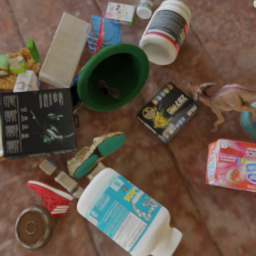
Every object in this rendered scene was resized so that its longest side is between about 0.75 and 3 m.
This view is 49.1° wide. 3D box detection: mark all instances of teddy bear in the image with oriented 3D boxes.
[{"bbox_3d":[-4.368,-2.034,9.859,2.521,0.842,1.828,-14,68,-6],"label":"teddy bear"}]

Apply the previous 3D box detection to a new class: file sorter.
[{"bbox_3d":[-0.863,-3.083,9.956,0.978,1.409,0.864,18,72,7],"label":"file sorter"}]

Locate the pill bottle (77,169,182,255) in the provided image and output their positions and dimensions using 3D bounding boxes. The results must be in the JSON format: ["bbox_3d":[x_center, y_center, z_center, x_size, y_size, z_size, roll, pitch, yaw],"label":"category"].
[{"bbox_3d":[0.073,2.474,7.762,2.755,1.526,1.526,34,73,11],"label":"pill bottle"}]

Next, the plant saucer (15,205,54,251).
[{"bbox_3d":[-2.767,2.894,8.120,1.283,0.206,1.283,-4,74,15],"label":"plant saucer"}]

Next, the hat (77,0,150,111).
[{"bbox_3d":[-0.802,-2.416,9.526,2.884,2.389,2.539,-45,51,15],"label":"hat"}]

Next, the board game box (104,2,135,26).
[{"bbox_3d":[-0.330,-4.541,11.136,1.077,0.217,0.824,11,70,4],"label":"board game box"}]

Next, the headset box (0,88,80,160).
[{"bbox_3d":[-2.510,-0.120,8.219,2.121,0.984,1.846,-7,82,-9],"label":"headset box"}]

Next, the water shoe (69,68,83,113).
[{"bbox_3d":[-1.543,-1.353,9.490,0.787,0.869,2.202,32,76,-12],"label":"water shoe"}]

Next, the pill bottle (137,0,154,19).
[{"bbox_3d":[0.716,-4.887,11.079,0.576,0.576,1.019,11,69,4],"label":"pill bottle"}]

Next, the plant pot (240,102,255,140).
[{"bbox_3d":[4.545,-0.451,8.960,1.408,1.379,1.408,0,68,1],"label":"plant pot"}]

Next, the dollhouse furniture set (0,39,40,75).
[{"bbox_3d":[-3.925,-2.316,9.224,1.851,0.714,0.925,-10,55,-1],"label":"dollhouse furniture set"}]

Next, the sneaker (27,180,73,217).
[{"bbox_3d":[-2.475,2.162,8.400,1.474,0.577,0.851,18,69,8],"label":"sneaker"}]

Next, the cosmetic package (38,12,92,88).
[{"bbox_3d":[-2.233,-2.744,10.047,1.086,0.666,2.631,21,68,-16],"label":"cosmetic package"}]

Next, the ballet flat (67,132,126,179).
[{"bbox_3d":[-1.068,0.717,8.891,2.137,0.808,0.683,-37,50,-17],"label":"ballet flat"}]

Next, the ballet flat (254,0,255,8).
[{"bbox_3d":[5.743,-5.338,11.293,1.737,0.493,0.577,-34,73,-12],"label":"ballet flat"}]

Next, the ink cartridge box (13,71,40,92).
[{"bbox_3d":[-3.461,-1.238,9.521,0.492,0.840,1.162,6,68,4],"label":"ink cartridge box"}]

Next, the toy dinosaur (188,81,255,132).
[{"bbox_3d":[3.070,-0.973,8.874,1.719,2.537,1.089,53,48,-20],"label":"toy dinosaur"}]

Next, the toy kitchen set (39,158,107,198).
[{"bbox_3d":[-1.681,1.237,8.719,1.633,0.962,1.308,42,73,-6],"label":"toy kitchen set"}]

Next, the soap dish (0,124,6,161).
[{"bbox_3d":[-4.145,0.089,8.927,1.529,0.789,1.943,-29,82,-10],"label":"soap dish"}]

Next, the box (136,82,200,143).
[{"bbox_3d":[1.335,-0.539,9.497,1.390,0.423,1.724,44,75,11],"label":"box"}]

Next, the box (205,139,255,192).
[{"bbox_3d":[3.773,1.219,8.279,2.661,1.270,1.326,8,80,3],"label":"box"}]

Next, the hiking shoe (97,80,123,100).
[{"bbox_3d":[-0.611,-1.135,9.188,0.992,0.376,0.499,29,36,-23],"label":"hiking shoe"}]

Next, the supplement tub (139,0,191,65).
[{"bbox_3d":[1.358,-3.413,10.071,1.386,1.386,1.975,22,71,8],"label":"supplement tub"}]
